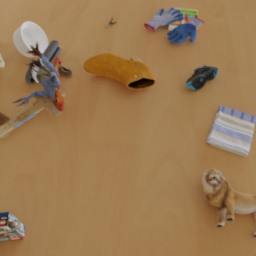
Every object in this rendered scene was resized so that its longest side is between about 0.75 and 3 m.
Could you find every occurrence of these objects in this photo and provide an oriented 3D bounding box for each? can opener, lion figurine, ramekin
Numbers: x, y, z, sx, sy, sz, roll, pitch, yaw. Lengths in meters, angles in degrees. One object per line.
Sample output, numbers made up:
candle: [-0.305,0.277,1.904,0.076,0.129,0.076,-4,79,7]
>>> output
can opener: [-3.530,-2.811,11.669,0.794,0.628,2.388,10,52,13]
lion figurine: [3.180,2.089,7.765,2.449,0.888,1.500,20,45,-2]
ramekin: [-4.170,-3.697,11.906,0.680,1.396,1.396,-14,44,32]

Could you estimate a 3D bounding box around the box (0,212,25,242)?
box: [-3.725,2.544,6.966,1.904,1.300,0.359,-5,56,-4]

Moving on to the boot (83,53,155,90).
boot: [-0.351,-2.134,10.867,2.574,0.906,1.843,-7,41,-15]

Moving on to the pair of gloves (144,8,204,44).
pair of gloves: [2.252,-4.892,13.398,2.190,0.310,2.724,-39,62,-21]

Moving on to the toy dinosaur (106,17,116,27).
toy dinosaur: [-0.814,-5.192,13.864,0.372,0.200,0.844,8,51,25]

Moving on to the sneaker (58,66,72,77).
sneaker: [-2.789,-2.384,11.454,1.059,0.400,0.373,9,45,3]

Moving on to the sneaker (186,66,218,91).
sneaker: [2.809,-2.003,11.141,1.684,0.617,0.690,-29,44,-30]

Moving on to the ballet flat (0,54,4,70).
ballet flat: [-5.531,-2.357,11.149,1.014,1.014,2.775,7,55,6]

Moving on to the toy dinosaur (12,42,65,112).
toy dinosaur: [-2.667,-1.754,10.008,2.699,1.562,2.974,50,42,13]

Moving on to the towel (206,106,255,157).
towel: [3.600,0.050,9.663,1.380,0.224,1.879,20,54,15]

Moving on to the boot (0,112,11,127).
boot: [-4.584,-0.413,9.860,1.220,0.460,0.449,28,62,21]

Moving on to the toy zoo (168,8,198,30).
toy zoo: [2.757,-5.290,13.918,1.369,0.213,2.087,8,52,6]

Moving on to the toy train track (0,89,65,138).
toy train track: [-3.376,-0.475,9.947,1.558,0.442,2.717,38,61,25]
